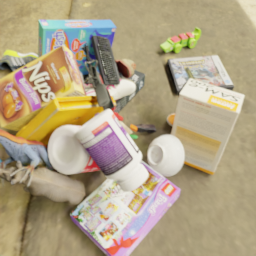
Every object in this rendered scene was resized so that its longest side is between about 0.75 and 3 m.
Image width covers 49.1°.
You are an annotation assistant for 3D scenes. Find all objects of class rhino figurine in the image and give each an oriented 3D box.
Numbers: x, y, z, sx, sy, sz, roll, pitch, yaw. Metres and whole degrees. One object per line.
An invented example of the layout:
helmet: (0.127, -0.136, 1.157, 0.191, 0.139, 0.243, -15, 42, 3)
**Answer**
rhino figurine: (-2.315, 1.471, 7.531, 1.160, 2.654, 0.793, -8, 60, 50)

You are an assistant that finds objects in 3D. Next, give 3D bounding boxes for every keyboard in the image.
keyboard: (-0.971, -2.378, 9.813, 1.216, 0.197, 1.914, -7, 75, -32)

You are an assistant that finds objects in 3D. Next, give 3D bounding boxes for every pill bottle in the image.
pill bottle: (-0.354, 0.614, 7.108, 1.095, 1.095, 1.966, -40, 101, -28)
pill bottle: (-1.129, 0.646, 8.515, 1.344, 1.344, 2.395, 37, 16, 27)

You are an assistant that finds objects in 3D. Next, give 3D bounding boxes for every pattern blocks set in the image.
pattern blocks set: (-0.349, -0.023, 8.111, 1.337, 1.521, 0.123, 0, 64, 41)

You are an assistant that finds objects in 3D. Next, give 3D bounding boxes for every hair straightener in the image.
hair straightener: (-0.867, -1.360, 8.080, 0.416, 0.783, 2.034, -24, 54, 12)

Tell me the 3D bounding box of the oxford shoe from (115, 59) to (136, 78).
oxford shoe: (-0.006, -2.402, 10.889, 0.700, 0.659, 1.871, -16, 27, -9)

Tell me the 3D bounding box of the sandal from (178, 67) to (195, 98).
sandal: (2.085, -0.880, 9.692, 0.678, 2.378, 0.944, -4, 14, 11)

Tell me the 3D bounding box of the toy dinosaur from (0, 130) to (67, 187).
toy dinosaur: (-3.030, 0.717, 7.824, 1.565, 2.705, 2.981, -19, 36, 13)

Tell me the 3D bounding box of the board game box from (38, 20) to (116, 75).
board game box: (-1.949, -2.938, 10.466, 2.718, 2.067, 0.611, -12, 52, -28)

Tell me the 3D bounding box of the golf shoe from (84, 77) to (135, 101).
golf shoe: (-0.802, -1.148, 10.193, 2.299, 0.835, 1.059, -13, 50, -5)

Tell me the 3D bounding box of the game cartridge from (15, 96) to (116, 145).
game cartridge: (-2.045, -0.152, 8.689, 2.387, 2.708, 0.439, -12, 74, -54)

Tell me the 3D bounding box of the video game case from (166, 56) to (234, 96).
video game case: (3.115, -2.365, 12.370, 2.433, 0.310, 2.199, -5, 51, -4)

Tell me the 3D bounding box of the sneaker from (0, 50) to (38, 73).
sneaker: (-4.712, -2.781, 12.487, 2.316, 0.856, 0.937, 10, 57, 18)

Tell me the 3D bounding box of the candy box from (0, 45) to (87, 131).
candy box: (-2.691, -1.145, 8.423, 2.656, 0.750, 1.550, -24, 73, 13)

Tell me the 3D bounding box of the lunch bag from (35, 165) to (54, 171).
lunch bag: (-2.802, 1.282, 9.107, 0.776, 0.299, 0.622, 8, 28, 44)

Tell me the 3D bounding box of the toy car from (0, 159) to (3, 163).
toy car: (-5.283, 1.280, 8.900, 1.626, 1.560, 1.764, 37, 87, 16)

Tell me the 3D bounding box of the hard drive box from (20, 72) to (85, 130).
hard drive box: (-2.656, -0.996, 9.715, 2.329, 0.894, 1.815, -34, 44, 15)

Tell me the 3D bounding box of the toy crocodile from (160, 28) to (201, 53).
toy crocodile: (2.592, -4.255, 13.691, 2.288, 0.706, 0.772, -22, 54, -17)

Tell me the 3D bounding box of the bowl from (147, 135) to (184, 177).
bowl: (0.953, 0.778, 8.001, 0.546, 1.215, 1.215, 9, 36, -46)

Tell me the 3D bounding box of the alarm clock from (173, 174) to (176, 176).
alarm clock: (1.185, 1.138, 9.192, 1.154, 0.384, 0.778, 48, 44, -8)

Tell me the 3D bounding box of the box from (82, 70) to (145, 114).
box: (-0.998, -1.631, 11.546, 2.301, 0.625, 2.873, 27, 55, 20)

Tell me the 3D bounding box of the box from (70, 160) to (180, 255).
box: (-0.036, 2.296, 8.322, 1.903, 0.544, 2.781, 35, 58, 26)

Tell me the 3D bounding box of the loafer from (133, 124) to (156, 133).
loafer: (0.562, -0.011, 10.277, 0.931, 0.335, 0.293, 7, 57, -16)

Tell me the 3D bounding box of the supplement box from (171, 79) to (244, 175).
supplement box: (2.312, 0.019, 8.779, 1.694, 2.689, 0.989, 22, 46, 17)

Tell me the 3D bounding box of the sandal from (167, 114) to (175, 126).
sandal: (2.298, -0.217, 10.366, 1.693, 0.485, 0.649, 19, 58, 9)
